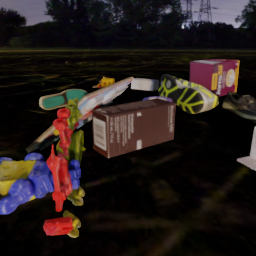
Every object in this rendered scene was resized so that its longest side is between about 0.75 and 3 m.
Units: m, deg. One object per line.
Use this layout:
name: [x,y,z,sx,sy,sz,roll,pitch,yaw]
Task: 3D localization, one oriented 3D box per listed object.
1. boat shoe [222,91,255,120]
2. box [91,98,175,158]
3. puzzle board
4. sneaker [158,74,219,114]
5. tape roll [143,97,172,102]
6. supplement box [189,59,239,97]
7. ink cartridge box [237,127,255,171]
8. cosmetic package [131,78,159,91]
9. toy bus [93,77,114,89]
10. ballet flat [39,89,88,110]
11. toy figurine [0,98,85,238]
boat shoe: [3.625,-0.720,8.679,0.671,0.617,1.879,-6,19,-18]
box: [0.159,-0.047,6.205,1.847,0.925,0.692,-15,23,-35]
puzzle board: [-0.964,-0.363,6.556,1.953,0.225,2.591,-36,2,27]
sneaker: [1.964,-1.146,9.679,1.021,1.007,2.671,-1,28,-27]
tape roll: [0.975,-0.798,9.400,0.963,0.316,0.963,0,19,0]
supplement box: [3.549,-2.075,11.524,2.124,1.391,1.096,-17,25,-40]
ink cartridge box: [3.226,0.368,5.335,1.983,0.673,1.150,-9,20,-24]
cosmetic package: [0.762,-1.966,12.681,1.112,0.451,0.627,8,18,25]
toy bus: [-1.087,-2.131,13.138,0.930,0.480,0.877,-12,22,-32]
ballet flat: [-2.213,-0.991,9.669,1.755,0.610,0.610,-11,22,-30]
toy figurine: [-1.491,0.481,4.100,1.519,1.337,2.535,-8,22,-2]
